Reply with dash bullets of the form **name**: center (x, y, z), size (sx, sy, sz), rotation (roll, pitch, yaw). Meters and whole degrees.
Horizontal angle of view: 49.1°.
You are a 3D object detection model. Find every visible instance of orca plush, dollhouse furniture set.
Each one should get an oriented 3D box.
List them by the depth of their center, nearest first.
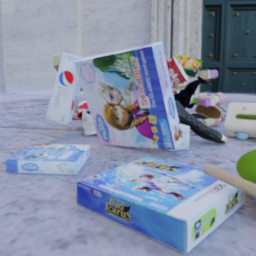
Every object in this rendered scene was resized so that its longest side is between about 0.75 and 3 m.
- **orca plush**: center (2.417, -1.264, 11.272), size (1.839, 0.967, 0.654), rotation (-38, -3, 12)
- **dollhouse furniture set**: center (-2.228, -1.730, 11.502), size (1.096, 1.743, 1.971), rotation (-6, -18, 2)

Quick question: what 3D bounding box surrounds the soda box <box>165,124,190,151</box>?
- **soda box**: center (1.199, 0.162, 9.644), size (0.720, 0.771, 2.263), rotation (-4, 11, -21)

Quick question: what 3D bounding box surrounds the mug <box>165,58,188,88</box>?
- **mug**: center (1.018, -1.563, 8.488), size (1.203, 1.068, 0.802), rotation (-31, 19, 21)

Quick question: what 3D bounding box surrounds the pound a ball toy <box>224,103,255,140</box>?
- **pound a ball toy**: center (5.223, 0.035, 10.072), size (2.933, 1.246, 1.912), rotation (7, -13, 36)

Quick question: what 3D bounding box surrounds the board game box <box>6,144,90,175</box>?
- **board game box**: center (-1.972, 0.774, 7.297), size (1.667, 0.363, 1.676), rotation (2, 10, 3)

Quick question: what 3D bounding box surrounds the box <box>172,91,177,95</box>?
- **box**: center (1.704, -1.919, 11.570), size (0.649, 0.621, 1.302), rotation (18, 24, -4)

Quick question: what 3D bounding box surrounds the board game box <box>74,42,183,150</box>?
- **board game box**: center (-0.041, -0.815, 8.364), size (2.909, 2.916, 0.600), rotation (0, 24, 39)

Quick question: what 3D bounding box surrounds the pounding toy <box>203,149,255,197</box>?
- **pounding toy**: center (2.735, 0.580, 4.544), size (2.428, 1.127, 1.874), rotation (-1, 25, -41)

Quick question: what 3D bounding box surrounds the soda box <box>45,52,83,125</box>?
- **soda box**: center (-2.208, -1.379, 10.130), size (0.777, 2.440, 0.831), rotation (18, 5, 2)

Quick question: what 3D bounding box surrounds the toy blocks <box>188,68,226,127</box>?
- **toy blocks**: center (3.565, -1.580, 13.782), size (2.333, 2.771, 2.590), rotation (-16, 18, -38)

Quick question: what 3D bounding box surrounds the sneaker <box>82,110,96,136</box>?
- **sneaker**: center (-1.558, -0.366, 11.874), size (0.843, 0.960, 2.396), rotation (-12, 12, -9)

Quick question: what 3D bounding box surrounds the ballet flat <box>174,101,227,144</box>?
- **ballet flat**: center (2.379, -0.154, 9.475), size (2.324, 0.660, 0.772), rotation (31, -15, -3)

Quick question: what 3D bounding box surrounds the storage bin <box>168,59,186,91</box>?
- **storage bin**: center (1.559, -1.965, 10.540), size (1.090, 1.098, 0.515), rotation (-5, -17, -7)

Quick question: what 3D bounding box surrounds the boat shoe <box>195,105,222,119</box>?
- **boat shoe**: center (3.241, -0.605, 11.027), size (0.437, 0.482, 1.354), rotation (23, 5, -32)

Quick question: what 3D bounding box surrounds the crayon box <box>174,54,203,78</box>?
- **crayon box**: center (2.327, -2.673, 11.868), size (1.405, 0.357, 0.892), rotation (21, 52, 22)

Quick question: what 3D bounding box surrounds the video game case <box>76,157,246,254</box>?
- **video game case**: center (0.578, 1.116, 4.926), size (2.246, 0.511, 2.036), rotation (8, 12, 41)

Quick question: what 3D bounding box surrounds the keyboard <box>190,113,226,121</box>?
- **keyboard**: center (4.686, -0.630, 15.662), size (2.363, 0.303, 1.419), rotation (7, 12, 38)

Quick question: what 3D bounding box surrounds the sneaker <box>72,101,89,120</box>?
- **sneaker**: center (-2.437, -0.893, 16.131), size (1.337, 0.907, 2.314), rotation (14, 28, 26)
